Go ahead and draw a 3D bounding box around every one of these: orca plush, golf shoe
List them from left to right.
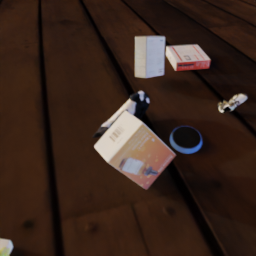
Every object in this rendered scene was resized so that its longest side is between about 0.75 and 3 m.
[{"bbox_3d":[0.114,-0.263,9.138,1.008,1.491,2.835,40,30,5],"label":"orca plush"},{"bbox_3d":[3.841,-0.840,10.184,1.084,0.421,0.512,-27,37,21],"label":"golf shoe"}]

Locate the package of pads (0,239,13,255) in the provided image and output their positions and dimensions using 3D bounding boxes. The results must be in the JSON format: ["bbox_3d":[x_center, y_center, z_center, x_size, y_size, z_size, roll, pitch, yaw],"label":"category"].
[{"bbox_3d":[-3.004,2.831,6.049,0.688,0.304,0.890,6,39,7],"label":"package of pads"}]

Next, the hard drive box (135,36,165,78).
[{"bbox_3d":[0.918,-2.978,11.714,0.618,1.611,1.255,17,25,40],"label":"hard drive box"}]

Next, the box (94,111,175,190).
[{"bbox_3d":[0.206,0.603,7.328,1.268,1.666,0.886,-50,38,-1],"label":"box"}]

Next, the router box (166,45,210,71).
[{"bbox_3d":[2.892,-3.477,13.776,1.658,0.451,1.848,-5,39,-6],"label":"router box"}]

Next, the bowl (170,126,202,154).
[{"bbox_3d":[1.870,0.357,9.055,1.021,0.200,1.021,0,50,0],"label":"bowl"}]
